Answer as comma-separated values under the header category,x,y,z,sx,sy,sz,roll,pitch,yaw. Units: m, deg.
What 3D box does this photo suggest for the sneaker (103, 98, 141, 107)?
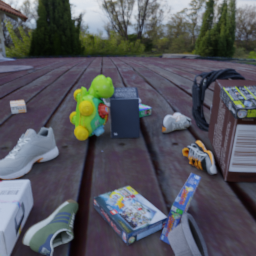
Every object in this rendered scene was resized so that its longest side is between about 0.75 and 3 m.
category,x,y,z,sx,sy,sz,roll,pitch,yaw
sneaker,-0.389,-1.709,16.564,1.470,1.152,2.958,-7,29,-37

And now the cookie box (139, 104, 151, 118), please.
category,x,y,z,sx,sy,sz,roll,pitch,yaw
cookie box,0.518,-0.905,14.982,1.120,0.421,0.958,-16,27,-37

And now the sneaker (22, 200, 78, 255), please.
category,x,y,z,sx,sy,sz,roll,pitch,yaw
sneaker,-1.471,2.225,6.182,0.732,0.547,1.631,25,23,19

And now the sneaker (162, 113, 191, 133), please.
category,x,y,z,sx,sy,sz,roll,pitch,yaw
sneaker,2.239,-0.206,12.656,0.896,0.737,1.948,17,27,30

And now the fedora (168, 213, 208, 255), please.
category,x,y,z,sx,sy,sz,roll,pitch,yaw
fedora,1.138,2.281,5.515,0.546,1.069,1.209,-27,-3,13

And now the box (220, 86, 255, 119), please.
category,x,y,z,sx,sy,sz,roll,pitch,yaw
box,3.236,-0.722,7.542,1.139,0.315,1.422,-3,30,2

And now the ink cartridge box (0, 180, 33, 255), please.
category,x,y,z,sx,sy,sz,roll,pitch,yaw
ink cartridge box,-3.094,1.989,6.270,1.395,0.809,1.890,-1,22,-2

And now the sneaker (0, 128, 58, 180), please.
category,x,y,z,sx,sy,sz,roll,pitch,yaw
sneaker,-3.442,0.725,9.213,1.000,1.215,2.641,8,21,26

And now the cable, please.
category,x,y,z,sx,sy,sz,roll,pitch,yaw
cable,3.622,-0.972,11.078,2.181,2.673,0.679,-10,15,-2

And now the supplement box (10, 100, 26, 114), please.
category,x,y,z,sx,sy,sz,roll,pitch,yaw
supplement box,-6.198,-1.191,15.758,0.753,0.439,1.194,-9,22,-22

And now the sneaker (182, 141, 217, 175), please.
category,x,y,z,sx,sy,sz,roll,pitch,yaw
sneaker,2.367,1.054,9.282,0.706,0.715,1.827,-17,18,-1

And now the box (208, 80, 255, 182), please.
category,x,y,z,sx,sy,sz,roll,pitch,yaw
box,4.137,-0.014,9.078,2.369,2.393,2.884,1,28,4

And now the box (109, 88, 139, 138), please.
category,x,y,z,sx,sy,sz,roll,pitch,yaw
box,-0.151,-0.757,12.578,1.250,1.733,2.335,-1,20,0

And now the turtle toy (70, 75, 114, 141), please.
category,x,y,z,sx,sy,sz,roll,pitch,yaw
turtle toy,-1.438,-0.804,11.381,1.393,2.756,2.009,6,23,-22

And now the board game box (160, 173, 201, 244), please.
category,x,y,z,sx,sy,sz,roll,pitch,yaw
board game box,1.232,1.812,6.464,0.256,1.008,1.489,23,26,19

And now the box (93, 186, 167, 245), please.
category,x,y,z,sx,sy,sz,roll,pitch,yaw
box,0.000,2.047,6.828,1.100,0.304,1.611,-12,24,-31
